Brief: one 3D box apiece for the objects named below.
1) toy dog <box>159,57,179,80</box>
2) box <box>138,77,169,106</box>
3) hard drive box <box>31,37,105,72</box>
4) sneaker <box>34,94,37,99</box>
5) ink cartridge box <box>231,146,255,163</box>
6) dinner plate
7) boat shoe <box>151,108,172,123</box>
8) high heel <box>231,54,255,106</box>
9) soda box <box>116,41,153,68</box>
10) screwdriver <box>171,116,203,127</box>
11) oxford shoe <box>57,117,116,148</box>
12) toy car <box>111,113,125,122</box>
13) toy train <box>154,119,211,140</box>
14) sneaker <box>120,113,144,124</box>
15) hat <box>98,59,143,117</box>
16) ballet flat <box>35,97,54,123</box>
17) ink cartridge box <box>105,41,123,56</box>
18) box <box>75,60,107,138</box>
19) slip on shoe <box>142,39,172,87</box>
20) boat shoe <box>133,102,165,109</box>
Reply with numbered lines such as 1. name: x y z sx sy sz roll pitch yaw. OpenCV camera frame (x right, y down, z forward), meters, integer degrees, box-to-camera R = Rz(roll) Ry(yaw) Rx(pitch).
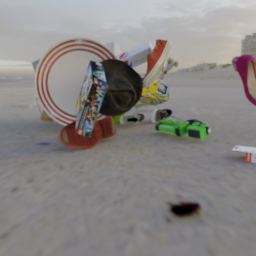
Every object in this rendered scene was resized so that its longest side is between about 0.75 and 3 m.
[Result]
1. toy dog: 1.865 -2.861 13.206 1.175 0.775 0.566 -31 22 22
2. box: 0.430 -1.443 10.693 2.365 0.760 0.829 5 -14 -34
3. hard drive box: -2.062 -2.413 10.516 2.310 0.887 1.800 -18 2 20
4. sneaker: -2.501 -0.766 10.624 2.105 1.541 0.848 -4 22 25
5. ink cartridge box: 2.847 0.614 6.274 0.953 0.240 0.519 5 12 33
6. dinner plate: -1.525 -1.426 9.151 2.928 2.928 0.355 -3 10 -16
7. boat shoe: 1.411 -0.530 11.460 0.503 0.531 1.518 2 8 28
8. high heel: 4.216 -1.367 9.004 0.788 2.339 1.122 -32 14 7
9. soda box: 0.191 -2.653 10.615 1.641 0.523 0.559 -20 42 21
10. screwdriver: 2.112 -0.226 10.665 0.390 0.374 2.684 -34 17 -11
11. oxford shoe: -1.212 0.175 7.709 0.812 0.765 2.173 -12 -1 33
12. toy car: -1.429 -1.208 11.613 2.355 1.935 1.858 3 8 39
13. toy train: 1.578 0.033 8.541 0.564 0.417 2.001 -25 21 -34
14. sneaker: 0.276 -0.302 10.255 1.071 0.402 0.619 -12 10 -31
15. hat: -0.362 -1.032 8.515 1.994 1.994 0.804 -4 32 -18
16. ballet flat: -2.790 -1.192 9.385 0.665 2.036 0.718 -4 1 -18
17. ink cartridge box: -1.053 -2.818 11.803 1.669 0.691 1.217 -11 -22 22
18. box: -0.931 -0.771 6.800 0.351 1.272 1.863 16 24 -16
19. slip on shoe: 0.884 -2.241 9.578 0.620 2.026 0.751 22 -23 8
20. boat shoe: 1.151 -1.395 15.133 1.896 0.608 0.699 -7 38 12
